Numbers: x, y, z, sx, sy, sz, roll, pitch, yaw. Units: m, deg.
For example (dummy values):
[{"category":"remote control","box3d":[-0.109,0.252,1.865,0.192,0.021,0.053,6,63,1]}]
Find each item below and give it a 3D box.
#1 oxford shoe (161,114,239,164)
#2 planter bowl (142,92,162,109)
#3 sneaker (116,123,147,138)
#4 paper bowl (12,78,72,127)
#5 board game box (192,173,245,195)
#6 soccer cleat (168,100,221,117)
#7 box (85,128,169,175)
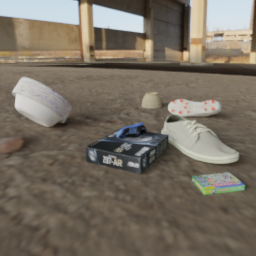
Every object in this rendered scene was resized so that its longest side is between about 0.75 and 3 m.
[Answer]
[{"category":"oxford shoe","box3d":[1.930,0.255,8.127,1.102,0.846,2.930,-5,19,-26]},{"category":"planter bowl","box3d":[1.162,-1.383,13.778,0.998,0.672,0.998,-1,16,0]},{"category":"sneaker","box3d":[0.117,0.142,7.857,0.881,0.309,0.343,-21,53,-18]},{"category":"paper bowl","box3d":[-3.200,-0.803,10.197,2.099,1.092,2.099,25,-15,7]},{"category":"board game box","box3d":[1.960,1.212,6.147,0.926,0.135,0.623,-4,17,-12]},{"category":"soccer cleat","box3d":[2.810,-0.788,11.938,2.226,0.771,0.863,1,-14,31]},{"category":"box","box3d":[0.042,0.556,7.788,1.608,0.437,2.007,9,19,27]}]
